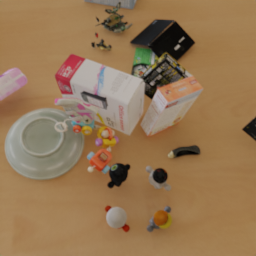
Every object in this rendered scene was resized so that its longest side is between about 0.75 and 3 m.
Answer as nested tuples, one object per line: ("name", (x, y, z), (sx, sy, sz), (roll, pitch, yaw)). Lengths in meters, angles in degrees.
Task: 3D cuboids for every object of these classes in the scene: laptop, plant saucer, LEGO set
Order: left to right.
("plant saucer", (-2.759, 0.381, 9.188), (2.589, 0.650, 2.589), (2, 65, -5))
("LEGO set", (-0.771, -4.406, 12.517), (1.670, 0.729, 2.571), (32, 76, 21))
("laptop", (1.465, -3.679, 12.097), (2.039, 1.053, 1.807), (45, 75, -4))
("laptop", (4.498, 0.061, 8.566), (1.217, 1.373, 0.709), (37, 23, -9))

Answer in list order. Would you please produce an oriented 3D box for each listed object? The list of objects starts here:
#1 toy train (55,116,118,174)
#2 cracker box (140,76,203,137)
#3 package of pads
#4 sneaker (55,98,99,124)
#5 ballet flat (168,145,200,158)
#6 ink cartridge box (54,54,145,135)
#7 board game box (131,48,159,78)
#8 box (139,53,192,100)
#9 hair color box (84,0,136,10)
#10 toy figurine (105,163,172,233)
("toy train", (-1.140, 0.288, 8.884), (2.246, 0.625, 1.687), (44, 44, 7))
("cracker box", (1.329, -0.646, 9.040), (1.394, 2.081, 0.600), (-22, 68, -26))
("package of pads", (-4.587, -1.388, 9.981), (1.883, 0.713, 1.135), (-41, 22, -20))
("sneaker", (-1.417, -0.455, 7.734), (0.551, 1.356, 0.598), (4, 78, 50))
("ballet flat", (1.857, 0.816, 9.255), (1.116, 0.371, 0.317), (-12, 47, -8))
("ink cartridge box", (-0.904, -1.100, 9.511), (2.689, 1.984, 1.151), (24, 63, 15))
("board game box", (0.722, -2.399, 11.379), (1.134, 0.254, 2.165), (7, 58, 7))
("box", (1.185, -1.597, 9.586), (1.280, 1.603, 0.395), (34, 44, -21))
("hair color box", (-0.826, -6.703, 13.762), (2.530, 0.767, 1.253), (13, 59, 7))
("toy figurine", (0.294, 1.941, 7.844), (1.856, 1.311, 1.885), (4, 68, 1))
